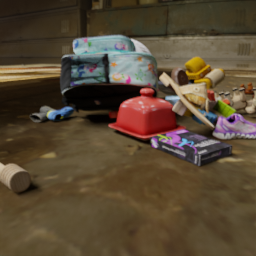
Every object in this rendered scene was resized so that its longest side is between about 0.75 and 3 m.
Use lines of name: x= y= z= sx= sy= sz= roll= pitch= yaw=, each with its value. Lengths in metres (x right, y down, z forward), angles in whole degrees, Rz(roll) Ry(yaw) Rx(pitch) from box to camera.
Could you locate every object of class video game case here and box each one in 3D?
video game case: x=1.901 y=-1.883 z=13.720 sx=1.968 sy=0.187 sz=1.406 roll=21 pitch=-1 yaw=-39

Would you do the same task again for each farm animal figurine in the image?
farm animal figurine: x=4.251 y=-0.934 z=10.253 sx=2.006 sy=1.057 sz=2.028 roll=-13 pitch=11 yaw=8

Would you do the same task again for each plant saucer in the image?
plant saucer: x=1.911 y=-1.743 z=10.057 sx=0.921 sy=0.921 sz=0.169 roll=-13 pitch=2 yaw=-41

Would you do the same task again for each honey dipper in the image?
honey dipper: x=-2.411 y=0.741 z=5.290 sx=0.384 sy=0.384 sz=2.021 roll=-13 pitch=16 yaw=-39

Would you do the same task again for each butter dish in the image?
butter dish: x=0.526 y=-0.468 z=7.895 sx=1.722 sy=1.273 sz=1.718 roll=-12 pitch=18 yaw=-36

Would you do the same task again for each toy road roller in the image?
toy road roller: x=3.382 y=-2.543 z=12.904 sx=1.116 sy=1.326 sz=1.817 roll=-37 pitch=23 yaw=-20

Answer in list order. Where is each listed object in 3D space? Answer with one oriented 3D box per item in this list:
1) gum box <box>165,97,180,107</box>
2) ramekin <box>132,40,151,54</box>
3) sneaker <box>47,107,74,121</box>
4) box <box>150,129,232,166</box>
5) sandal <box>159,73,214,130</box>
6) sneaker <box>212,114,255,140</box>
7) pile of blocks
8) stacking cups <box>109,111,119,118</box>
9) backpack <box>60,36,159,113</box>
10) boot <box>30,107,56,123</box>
gum box: x=2.243 y=-0.985 z=10.939 sx=1.597 sy=0.419 sz=1.879 roll=0 pitch=11 yaw=9
ramekin: x=-0.339 y=-2.257 z=11.270 sx=2.812 sy=2.812 sz=1.371 roll=3 pitch=8 yaw=10
sneaker: x=-2.240 y=-0.437 z=9.651 sx=0.434 sy=0.365 sz=1.108 roll=26 pitch=27 yaw=31
box: x=1.432 y=0.408 z=6.551 sx=1.114 sy=0.281 sz=1.559 roll=-11 pitch=21 yaw=-35
sandal: x=1.555 y=-0.883 z=6.774 sx=0.752 sy=0.675 sz=2.052 roll=24 pitch=23 yaw=-49
sneaker: x=3.036 y=-0.062 z=7.587 sx=1.469 sy=0.649 sz=0.591 roll=-2 pitch=14 yaw=-9
pile of blocks: x=2.396 y=-0.572 z=7.963 sx=2.600 sy=0.808 sz=1.067 roll=5 pitch=36 yaw=-41
stacking cups: x=-0.132 y=-0.510 z=10.001 sx=1.102 sy=0.333 sz=0.333 roll=-12 pitch=19 yaw=-23
backpack: x=-0.477 y=-1.674 z=9.322 sx=2.996 sy=2.256 sz=2.660 roll=1 pitch=-10 yaw=7
boot: x=-3.023 y=-0.452 z=9.737 sx=0.889 sy=0.355 sz=0.978 roll=9 pitch=24 yaw=28
